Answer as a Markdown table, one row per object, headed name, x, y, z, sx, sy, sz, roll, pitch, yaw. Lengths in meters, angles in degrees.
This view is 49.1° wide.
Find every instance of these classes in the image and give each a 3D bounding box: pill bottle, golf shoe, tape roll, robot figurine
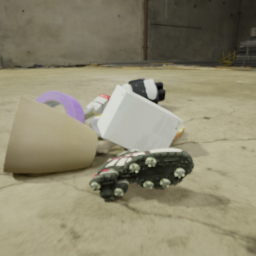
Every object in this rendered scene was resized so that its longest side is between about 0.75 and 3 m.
| name | x | y | z | sx | sy | sz | roll | pitch | yaw |
| --- | --- | --- | --- | --- | --- | --- | --- | --- | --- |
| pill bottle | -1.240 | -0.137 | 12.826 | 0.907 | 0.907 | 1.614 | 0 | 8 | -1 |
| golf shoe | 0.287 | 0.941 | 7.266 | 2.895 | 1.117 | 1.275 | -19 | 28 | 28 |
| tape roll | -2.868 | -0.275 | 11.054 | 2.253 | 2.253 | 0.739 | 7 | -6 | 23 |
| robot figurine | 0.847 | -2.008 | 17.290 | 2.824 | 1.762 | 2.122 | -11 | 21 | -4 |

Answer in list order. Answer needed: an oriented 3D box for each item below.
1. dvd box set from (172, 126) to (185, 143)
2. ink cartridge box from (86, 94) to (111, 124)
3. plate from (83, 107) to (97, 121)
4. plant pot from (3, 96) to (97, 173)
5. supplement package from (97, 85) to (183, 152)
| name | x | y | z | sx | sy | sz | roll | pitch | yaw |
| --- | --- | --- | --- | --- | --- | --- | --- | --- | --- |
| dvd box set | 1.759 | 0.085 | 12.541 | 1.206 | 0.242 | 1.649 | 24 | 26 | 19 |
| ink cartridge box | -1.518 | -0.925 | 14.508 | 0.618 | 1.065 | 1.476 | 21 | 43 | 20 |
| plate | -1.785 | -0.585 | 12.443 | 0.788 | 0.127 | 0.786 | -29 | -21 | -2 |
| plant pot | -2.449 | 0.447 | 9.268 | 2.639 | 2.472 | 2.472 | 13 | 13 | -19 |
| supplement package | 0.354 | -0.188 | 10.258 | 2.335 | 1.772 | 1.759 | 25 | 10 | -18 |
